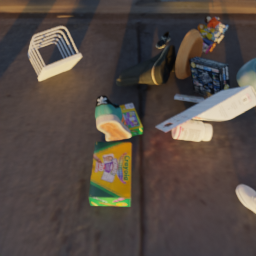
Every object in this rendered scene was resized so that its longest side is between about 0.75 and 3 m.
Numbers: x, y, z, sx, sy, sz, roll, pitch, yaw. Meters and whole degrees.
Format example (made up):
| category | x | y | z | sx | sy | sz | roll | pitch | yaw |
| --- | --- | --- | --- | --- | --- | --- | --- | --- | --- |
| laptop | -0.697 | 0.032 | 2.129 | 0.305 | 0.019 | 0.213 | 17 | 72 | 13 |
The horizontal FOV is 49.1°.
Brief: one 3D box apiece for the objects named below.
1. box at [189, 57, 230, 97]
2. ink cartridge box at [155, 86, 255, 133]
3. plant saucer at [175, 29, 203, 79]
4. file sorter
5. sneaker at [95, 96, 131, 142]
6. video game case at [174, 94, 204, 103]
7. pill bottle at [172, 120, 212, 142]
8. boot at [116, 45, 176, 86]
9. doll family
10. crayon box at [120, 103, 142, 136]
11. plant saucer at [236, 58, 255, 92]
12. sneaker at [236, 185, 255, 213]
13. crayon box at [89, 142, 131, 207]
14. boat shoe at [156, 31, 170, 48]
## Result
| category | x | y | z | sx | sy | sz | roll | pitch | yaw |
| --- | --- | --- | --- | --- | --- | --- | --- | --- | --- |
| box | 2.932 | -1.781 | 10.145 | 0.385 | 1.329 | 1.673 | -27 | 31 | -16 |
| ink cartridge box | 2.224 | -0.351 | 8.423 | 2.598 | 2.112 | 0.741 | -33 | 95 | 0 |
| plant saucer | 2.433 | -2.806 | 10.898 | 0.362 | 1.932 | 1.932 | 24 | 55 | 26 |
| file sorter | -2.894 | -2.780 | 10.620 | 1.437 | 2.071 | 1.289 | -29 | 100 | -21 |
| sneaker | -0.429 | -0.228 | 8.321 | 0.819 | 2.296 | 0.917 | -11 | 72 | 5 |
| video game case | 2.226 | -1.068 | 10.162 | 1.032 | 0.130 | 1.134 | 9 | 13 | 11 |
| pill bottle | 2.126 | 0.092 | 9.360 | 1.202 | 0.681 | 0.681 | 7 | 51 | -6 |
| boot | 0.825 | -2.537 | 11.385 | 1.918 | 1.074 | 2.773 | -4 | 26 | 27 |
| doll family | 3.456 | -4.132 | 12.817 | 1.304 | 0.947 | 2.101 | 36 | 77 | 17 |
| crayon box | -0.022 | -0.272 | 9.890 | 0.736 | 0.361 | 1.239 | -13 | 52 | -9 |
| plant saucer | 5.389 | -2.161 | 10.479 | 2.511 | 0.483 | 2.511 | -12 | 43 | 11 |
| sneaker | 3.728 | 2.141 | 7.846 | 0.564 | 0.547 | 1.545 | -30 | 57 | -22 |
| crayon box | -0.488 | 1.351 | 8.433 | 1.162 | 0.570 | 1.957 | 1 | 50 | 0 |
| boat shoe | 1.613 | -4.065 | 12.952 | 0.395 | 0.371 | 1.099 | 27 | 57 | 18 |
